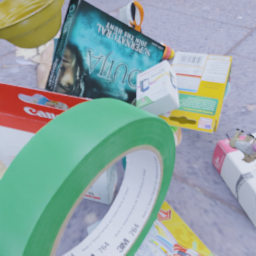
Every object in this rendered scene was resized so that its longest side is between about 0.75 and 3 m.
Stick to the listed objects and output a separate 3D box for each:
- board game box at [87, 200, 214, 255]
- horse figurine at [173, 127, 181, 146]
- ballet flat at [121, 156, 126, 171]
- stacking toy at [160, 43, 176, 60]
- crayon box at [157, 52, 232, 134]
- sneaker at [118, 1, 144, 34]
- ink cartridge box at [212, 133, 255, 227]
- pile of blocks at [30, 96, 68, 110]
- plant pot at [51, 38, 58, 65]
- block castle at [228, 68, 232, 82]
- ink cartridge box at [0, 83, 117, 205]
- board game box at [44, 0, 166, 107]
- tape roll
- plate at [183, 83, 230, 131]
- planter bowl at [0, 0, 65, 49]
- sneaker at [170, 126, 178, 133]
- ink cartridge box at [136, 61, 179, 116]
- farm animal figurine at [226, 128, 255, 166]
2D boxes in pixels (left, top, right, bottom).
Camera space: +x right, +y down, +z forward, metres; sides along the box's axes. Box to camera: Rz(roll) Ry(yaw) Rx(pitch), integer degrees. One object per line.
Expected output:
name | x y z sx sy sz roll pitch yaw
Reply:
board game box | 0.565 2.415 5.020 1.644 0.419 2.446 -24 47 -25
horse figurine | 0.800 0.126 6.639 0.554 1.472 2.222 -16 15 30
ballet flat | 0.098 0.327 5.303 0.437 1.368 0.517 -14 44 -13
stacking toy | 1.604 -2.944 11.163 0.937 0.685 0.685 14 40 -12
crayon box | 1.141 -0.579 4.932 1.036 0.425 1.647 12 61 21
sneaker | 0.019 -2.491 7.538 0.613 1.619 0.745 2 3 -39
ink cartridge box | 3.024 1.088 6.234 1.456 0.823 1.988 -10 42 -11
pile of blocks | -2.231 -0.416 7.111 0.876 2.134 0.663 53 16 0
plant pot | -1.482 -1.862 8.026 1.611 1.513 1.611 -6 20 2
block castle | 2.291 -1.598 7.960 1.118 0.525 0.747 18 0 -19
ink cartridge box | -1.427 0.448 5.345 2.341 2.887 0.724 12 59 10
board game box | -0.369 -1.462 6.616 2.889 1.954 0.407 9 13 -46
tape roll | -0.418 1.105 3.867 0.717 2.985 2.985 26 47 31
plate | 2.044 -0.626 7.627 0.218 1.706 1.706 40 46 -7
planter bowl | -1.947 -2.146 5.651 1.879 0.782 1.879 -13 44 13
sneaker | 0.846 -0.338 6.329 0.601 0.550 1.434 -6 38 25
ink cartridge box | 0.468 -0.616 4.567 0.599 0.361 0.825 -22 43 27
farm animal figurine | 1.769 0.369 3.833 0.876 0.441 0.708 16 15 -27
